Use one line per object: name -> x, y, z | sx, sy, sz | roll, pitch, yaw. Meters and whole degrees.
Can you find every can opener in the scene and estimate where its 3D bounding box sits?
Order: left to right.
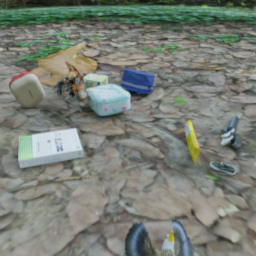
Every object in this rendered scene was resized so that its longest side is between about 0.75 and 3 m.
can opener -> 3.922, 0.172, 10.603 | 0.654, 0.518, 1.967 | 43, 38, -3

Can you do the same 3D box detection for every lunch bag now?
lunch bag -> -0.886, -1.345, 12.607 | 1.702, 0.818, 2.123 | -16, 31, -19
lunch bag -> 0.519, -2.249, 14.050 | 1.679, 1.111, 1.141 | 23, 19, 35

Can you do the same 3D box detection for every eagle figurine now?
eagle figurine -> 0.733, 2.696, 5.772 | 1.400, 1.393, 1.845 | 43, -1, -3

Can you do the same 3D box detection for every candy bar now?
candy bar -> 2.280, 0.400, 10.041 | 0.242, 0.545, 2.185 | 11, 30, -3

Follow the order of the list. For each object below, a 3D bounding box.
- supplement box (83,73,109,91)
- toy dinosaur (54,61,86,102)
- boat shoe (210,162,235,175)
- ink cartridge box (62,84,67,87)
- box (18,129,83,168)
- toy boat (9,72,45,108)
supplement box -> -1.703, -2.246, 14.389 | 1.090, 0.732, 1.089 | 12, 32, 19
toy dinosaur -> -2.467, -2.081, 12.720 | 1.101, 1.463, 2.155 | 26, 43, -35
boat shoe -> 2.994, 1.213, 8.834 | 0.780, 0.277, 0.281 | 19, 39, 20
ink cartridge box -> -3.058, -2.324, 14.391 | 0.905, 0.190, 0.540 | -8, -7, 40
box -> -2.719, 0.664, 9.777 | 2.064, 0.375, 1.490 | -8, 31, -15
toy boat -> -4.556, -1.804, 12.431 | 1.226, 1.879, 1.228 | -32, 59, -15
